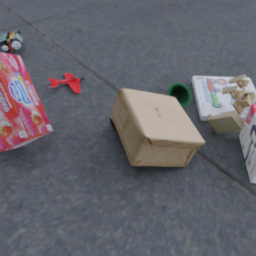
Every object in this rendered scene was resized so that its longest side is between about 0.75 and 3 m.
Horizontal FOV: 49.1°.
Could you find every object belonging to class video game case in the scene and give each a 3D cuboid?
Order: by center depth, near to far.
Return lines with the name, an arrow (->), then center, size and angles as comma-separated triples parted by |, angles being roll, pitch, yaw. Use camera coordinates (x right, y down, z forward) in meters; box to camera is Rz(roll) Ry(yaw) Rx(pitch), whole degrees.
video game case -> 4.112, -1.259, 11.659 | 2.578, 0.336, 2.833 | 2, 42, 2

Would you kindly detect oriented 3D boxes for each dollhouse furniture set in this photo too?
dollhouse furniture set -> 3.808, -0.682, 10.086 | 1.729, 1.588, 1.125 | -50, 20, -25

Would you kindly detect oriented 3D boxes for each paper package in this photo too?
paper package -> 0.878, -0.019, 9.093 | 2.272, 1.233, 2.384 | 5, 40, -27

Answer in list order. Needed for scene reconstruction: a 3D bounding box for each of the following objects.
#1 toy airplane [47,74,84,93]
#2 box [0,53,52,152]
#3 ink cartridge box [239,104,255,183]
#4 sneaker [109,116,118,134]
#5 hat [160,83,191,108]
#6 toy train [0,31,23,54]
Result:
toy airplane -> -2.783, -2.064, 12.518 | 1.751, 0.322, 1.751 | 2, 41, -2
box -> -3.871, -0.820, 9.048 | 1.424, 2.857, 1.364 | -24, -1, 21
ink cartridge box -> 4.318, 0.507, 8.851 | 0.897, 1.540, 2.128 | 4, 43, 5
sneaker -> 0.007, 0.079, 9.908 | 0.748, 0.697, 1.979 | -22, 47, -15
hat -> 1.935, -1.249, 11.502 | 0.966, 1.027, 1.166 | -8, 78, -8
toy train -> -6.048, -4.448, 14.445 | 1.171, 0.876, 2.055 | -16, 34, -11
